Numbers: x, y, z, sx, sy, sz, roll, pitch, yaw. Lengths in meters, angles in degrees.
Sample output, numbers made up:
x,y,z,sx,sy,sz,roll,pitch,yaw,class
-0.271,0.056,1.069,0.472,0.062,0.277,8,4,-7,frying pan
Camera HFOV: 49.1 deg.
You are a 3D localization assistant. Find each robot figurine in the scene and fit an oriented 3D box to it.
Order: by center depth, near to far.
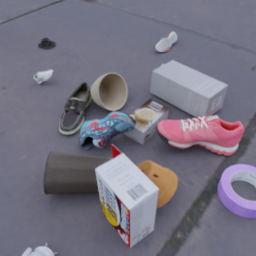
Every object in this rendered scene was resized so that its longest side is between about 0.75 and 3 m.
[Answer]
x,y,z,sx,sy,sz,roll,pitch,yaw,class
-2.182,3.283,6.667,0.872,0.580,1.028,47,54,-5,robot figurine

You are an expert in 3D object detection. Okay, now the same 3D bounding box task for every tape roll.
x,y,z,sx,sy,sz,roll,pitch,yaw,class
3.452,1.824,8.203,1.529,0.502,1.529,-1,45,1,tape roll

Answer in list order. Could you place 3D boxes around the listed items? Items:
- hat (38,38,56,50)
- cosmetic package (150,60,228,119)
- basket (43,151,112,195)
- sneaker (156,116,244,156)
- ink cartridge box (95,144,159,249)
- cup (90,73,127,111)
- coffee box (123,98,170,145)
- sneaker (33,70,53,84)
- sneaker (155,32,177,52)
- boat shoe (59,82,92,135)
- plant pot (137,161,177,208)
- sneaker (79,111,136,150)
x,y,z,sx,sy,sz,roll,pitch,yaw,class
-4.258,-4.472,14.613,0.945,0.381,0.945,0,44,0,hat
2.319,-1.544,11.077,1.431,1.208,2.679,-32,49,-33,cosmetic package
-1.388,1.339,8.184,1.804,1.227,1.627,4,4,-6,basket
2.381,-0.004,9.194,2.912,1.263,1.073,9,43,-8,sneaker
-0.178,1.742,7.173,0.864,2.060,1.809,-29,51,-25,ink cartridge box
-0.890,-1.404,10.976,1.025,1.433,1.433,7,37,48,cup
0.656,-0.266,10.184,0.941,0.656,1.646,29,52,25,coffee box
-3.642,-2.232,11.996,1.041,0.422,0.391,-21,42,29,sneaker
1.859,-4.373,14.501,0.687,0.646,1.678,6,38,47,sneaker
-2.028,-0.810,10.621,0.911,0.806,2.488,6,45,6,boat shoe
0.635,1.493,7.843,1.238,0.867,1.238,-37,23,19,plant pot
-0.697,0.237,9.220,2.262,0.897,1.081,-17,45,36,sneaker
